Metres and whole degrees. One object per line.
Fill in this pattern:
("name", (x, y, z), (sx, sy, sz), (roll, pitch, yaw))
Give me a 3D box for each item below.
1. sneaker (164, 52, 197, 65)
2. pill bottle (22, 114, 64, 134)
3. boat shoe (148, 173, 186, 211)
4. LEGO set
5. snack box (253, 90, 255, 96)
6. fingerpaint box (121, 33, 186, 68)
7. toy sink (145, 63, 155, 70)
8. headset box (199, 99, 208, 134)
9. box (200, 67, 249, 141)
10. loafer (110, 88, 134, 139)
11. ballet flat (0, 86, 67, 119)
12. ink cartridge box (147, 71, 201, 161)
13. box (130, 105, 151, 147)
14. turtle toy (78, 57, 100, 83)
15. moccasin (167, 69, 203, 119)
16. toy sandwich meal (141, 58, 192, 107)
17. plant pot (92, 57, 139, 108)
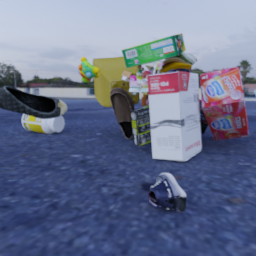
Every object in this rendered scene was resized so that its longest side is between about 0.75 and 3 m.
("sneaker", (1.800, -2.610, 11.014), (2.235, 0.990, 0.859), (11, 14, -38))
("pill bottle", (-3.752, -0.267, 12.447), (1.771, 0.996, 0.996), (8, 11, 27))
("boat shoe", (0.562, 1.067, 4.883), (0.528, 0.425, 1.138), (6, 7, -13))
("LEGO set", (0.539, -1.763, 9.129), (1.234, 0.998, 2.682), (6, 20, -9))
("snack box", (4.592, -0.706, 9.220), (0.300, 1.133, 0.806), (-29, -34, 33))
("fingerpaint box", (0.878, -2.519, 9.140), (1.742, 0.639, 1.454), (-9, 16, 23))
("toy sink", (1.333, -1.671, 11.932), (1.942, 1.088, 1.266), (40, -5, -35))
("headset box", (2.588, -0.573, 10.801), (1.082, 0.546, 1.456), (19, 48, 7))
("box", (3.197, -0.668, 9.203), (1.208, 1.261, 2.530), (-8, -29, 23))
("loafer", (-0.106, -0.497, 10.696), (0.788, 2.158, 0.766), (-16, 22, 20))
("ballet flat", (-2.566, -0.674, 7.765), (2.112, 0.702, 0.600), (7, -32, -46))
("ink cartridge box", (1.385, -0.367, 8.121), (0.976, 2.355, 1.729), (-1, 6, 31))
("box", (0.774, -0.152, 8.989), (1.467, 1.175, 0.325), (-18, 23, -33))
("turtle toy", (-1.196, -1.618, 8.186), (0.643, 0.446, 0.883), (41, -13, 7))
("moccasin", (1.856, -0.705, 9.475), (1.052, 2.615, 0.892), (-20, 8, -41))
("toy sandwich meal", (1.611, -1.358, 10.590), (2.669, 2.669, 0.914), (-6, 28, -37))
("plant pot", (-0.359, -1.799, 11.737), (1.892, 1.879, 1.935), (-8, 30, -13))
